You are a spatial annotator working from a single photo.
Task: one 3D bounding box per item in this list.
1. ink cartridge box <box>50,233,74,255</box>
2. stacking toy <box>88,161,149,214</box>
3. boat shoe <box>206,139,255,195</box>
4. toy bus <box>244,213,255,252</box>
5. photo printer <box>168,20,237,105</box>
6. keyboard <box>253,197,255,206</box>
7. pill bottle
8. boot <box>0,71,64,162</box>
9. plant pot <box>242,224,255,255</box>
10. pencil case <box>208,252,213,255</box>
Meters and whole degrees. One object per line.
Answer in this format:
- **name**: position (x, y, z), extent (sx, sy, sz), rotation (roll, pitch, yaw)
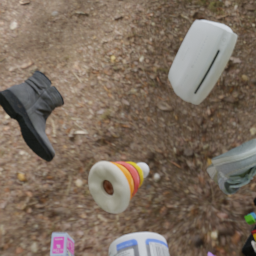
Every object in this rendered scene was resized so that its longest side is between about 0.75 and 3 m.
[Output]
- **ink cartridge box**: position (-1.702, 3.933, 7.075), extent (0.468, 1.331, 2.230), rotation (0, 59, -1)
- **stacking toy**: position (-0.015, 1.090, 6.183), extent (1.106, 1.106, 1.513), rotation (44, 36, 22)
- **boat shoe**: position (2.373, 0.945, 6.134), extent (0.991, 2.690, 0.863), rotation (-25, 71, -4)
- **toy bus**: position (3.196, 2.456, 6.171), extent (1.126, 0.617, 1.193), rotation (50, 24, -13)
- **photo printer**: position (2.009, -1.918, 7.975), extent (0.903, 2.164, 2.601), rotation (22, 23, -8)
- **keyboard**: position (4.086, 1.223, 6.217), extent (1.450, 2.414, 0.310), rotation (38, 22, 29)
- **pill bottle**: position (0.305, 3.087, 4.930), extent (1.193, 1.193, 2.096), rotation (-6, 44, -3)
- **boot**: position (-2.057, -0.312, 6.918), extent (0.722, 2.069, 1.362), rotation (-9, 25, 45)
- **plant pot**: position (4.743, 2.939, 7.288), extent (2.194, 1.946, 2.189), rotation (35, 66, 18)
- **pencil case**: position (2.671, 3.341, 5.527), extent (2.367, 1.012, 0.993), rotation (12, 24, 13)
